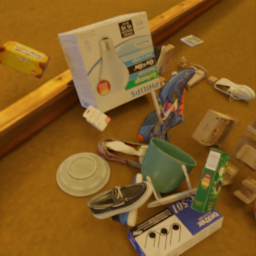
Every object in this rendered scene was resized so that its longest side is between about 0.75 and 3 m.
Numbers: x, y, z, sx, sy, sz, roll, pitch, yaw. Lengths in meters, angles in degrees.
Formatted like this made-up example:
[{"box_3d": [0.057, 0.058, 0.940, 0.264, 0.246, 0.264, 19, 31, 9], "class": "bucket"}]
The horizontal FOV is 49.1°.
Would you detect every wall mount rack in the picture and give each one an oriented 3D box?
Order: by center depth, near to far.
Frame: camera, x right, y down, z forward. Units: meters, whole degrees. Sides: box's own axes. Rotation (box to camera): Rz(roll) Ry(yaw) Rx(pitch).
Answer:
[{"box_3d": [1.177, 1.614, 7.586, 1.644, 1.428, 0.613, -20, 64, 6], "class": "wall mount rack"}]

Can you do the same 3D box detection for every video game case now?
[{"box_3d": [3.525, -4.810, 15.501, 0.846, 0.109, 0.930, -26, 50, -24], "class": "video game case"}]

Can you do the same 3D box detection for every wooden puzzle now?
[{"box_3d": [0.906, -0.614, 8.280, 0.208, 0.897, 0.831, -17, 70, 7], "class": "wooden puzzle"}]

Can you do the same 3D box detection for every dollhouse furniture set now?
[{"box_3d": [3.566, 0.614, 8.666, 2.571, 2.253, 1.708, 41, 20, 33], "class": "dollhouse furniture set"}, {"box_3d": [2.406, -2.561, 12.413, 2.500, 1.221, 2.132, 34, 54, 30], "class": "dollhouse furniture set"}]

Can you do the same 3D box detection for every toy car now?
[{"box_3d": [1.953, -1.758, 11.937, 0.821, 0.959, 1.095, 36, 29, -19], "class": "toy car"}]

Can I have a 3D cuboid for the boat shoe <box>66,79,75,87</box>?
[{"box_3d": [-2.402, -2.194, 12.657, 0.346, 0.346, 0.936, 32, 53, 28], "class": "boat shoe"}]

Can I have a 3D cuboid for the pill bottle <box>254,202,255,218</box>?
[{"box_3d": [4.441, 2.328, 7.614, 1.788, 0.950, 0.950, 3, 44, 3], "class": "pill bottle"}]

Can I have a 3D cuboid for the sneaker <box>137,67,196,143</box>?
[{"box_3d": [1.484, -0.659, 9.458, 1.165, 2.970, 1.119, 31, 17, 9], "class": "sneaker"}]

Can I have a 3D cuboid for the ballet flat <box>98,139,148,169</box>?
[{"box_3d": [0.161, 0.809, 9.166, 2.444, 0.870, 0.845, 10, 71, 10], "class": "ballet flat"}]

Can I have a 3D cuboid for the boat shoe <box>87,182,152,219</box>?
[{"box_3d": [-0.232, 1.740, 6.887, 1.693, 0.600, 0.610, -29, 38, 10], "class": "boat shoe"}]

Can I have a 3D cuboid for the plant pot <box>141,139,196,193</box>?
[{"box_3d": [1.052, 1.176, 8.243, 1.467, 1.177, 1.467, 26, 14, -7], "class": "plant pot"}]

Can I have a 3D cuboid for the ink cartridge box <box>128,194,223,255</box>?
[{"box_3d": [1.265, 2.682, 7.471, 2.327, 0.514, 1.094, -22, 41, -22], "class": "ink cartridge box"}]

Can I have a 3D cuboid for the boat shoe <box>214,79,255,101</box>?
[{"box_3d": [4.385, -1.536, 11.782, 0.739, 0.640, 1.733, -31, 50, -28], "class": "boat shoe"}]

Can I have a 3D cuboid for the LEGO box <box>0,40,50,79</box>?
[{"box_3d": [-3.810, -2.533, 10.308, 1.573, 0.607, 1.171, 21, 26, -14], "class": "LEGO box"}]

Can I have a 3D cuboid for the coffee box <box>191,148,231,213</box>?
[{"box_3d": [2.083, 1.321, 6.986, 0.340, 0.950, 1.545, 18, 91, 34], "class": "coffee box"}]

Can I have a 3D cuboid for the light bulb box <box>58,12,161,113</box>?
[{"box_3d": [-0.638, -2.505, 10.725, 2.930, 2.956, 1.844, -26, 27, -22], "class": "light bulb box"}]

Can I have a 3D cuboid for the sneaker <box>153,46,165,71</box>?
[{"box_3d": [1.166, -2.915, 11.663, 0.522, 1.053, 0.372, 22, 18, 25], "class": "sneaker"}]

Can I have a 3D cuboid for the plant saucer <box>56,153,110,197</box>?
[{"box_3d": [-1.448, 1.365, 8.969, 1.729, 0.434, 1.729, 0, 45, 0], "class": "plant saucer"}]

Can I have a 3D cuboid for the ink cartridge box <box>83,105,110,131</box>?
[{"box_3d": [-1.109, -0.337, 9.721, 0.857, 0.289, 0.499, 37, 74, -8], "class": "ink cartridge box"}]

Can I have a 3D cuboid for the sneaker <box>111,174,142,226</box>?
[{"box_3d": [-0.080, 1.874, 7.582, 0.773, 0.534, 1.390, 8, 68, 13], "class": "sneaker"}]
